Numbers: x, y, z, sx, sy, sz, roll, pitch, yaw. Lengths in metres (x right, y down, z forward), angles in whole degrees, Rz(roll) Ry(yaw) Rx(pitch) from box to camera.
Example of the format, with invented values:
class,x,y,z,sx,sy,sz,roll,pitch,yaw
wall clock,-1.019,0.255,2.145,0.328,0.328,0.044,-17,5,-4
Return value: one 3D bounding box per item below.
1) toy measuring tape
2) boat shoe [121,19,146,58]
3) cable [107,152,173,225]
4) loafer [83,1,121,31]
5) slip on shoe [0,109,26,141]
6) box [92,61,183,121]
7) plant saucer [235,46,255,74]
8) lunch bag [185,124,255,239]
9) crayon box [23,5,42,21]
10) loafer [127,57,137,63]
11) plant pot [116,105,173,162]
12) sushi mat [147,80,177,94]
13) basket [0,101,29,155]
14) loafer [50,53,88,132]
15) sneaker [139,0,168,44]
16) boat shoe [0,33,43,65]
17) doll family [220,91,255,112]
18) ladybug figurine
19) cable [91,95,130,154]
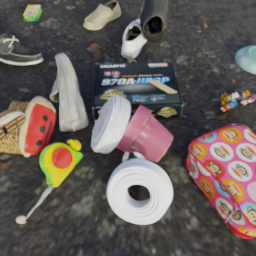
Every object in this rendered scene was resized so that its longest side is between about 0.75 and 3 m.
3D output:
class,x,y,z,sx,sy,sz,roll,pitch,yaw
toy measuring tape,-2.270,1.237,7.642,0.995,0.995,2.706,25,56,20
boat shoe,0.378,-4.144,12.197,1.002,0.890,2.724,8,51,7
cable,0.282,1.575,6.895,1.622,1.622,0.561,29,17,5
loafer,-1.260,-5.404,13.320,0.870,0.785,2.299,32,57,24
slip on shoe,-3.433,0.007,7.193,0.489,0.613,1.613,34,55,22
box,0.267,-1.352,9.964,2.995,0.689,2.381,-2,50,-1
plant saucer,5.434,-2.904,11.514,1.950,0.375,1.950,0,50,1
lunch bag,3.208,1.202,7.545,2.507,1.166,2.846,-21,53,-17
crayon box,-4.734,-5.690,13.872,0.628,0.308,1.057,1,50,1
loafer,0.187,-2.580,11.201,0.323,0.287,0.851,-36,51,10
plant pot,0.522,0.274,8.233,1.309,1.463,1.463,33,55,0
sushi mat,1.126,-1.352,9.196,0.461,0.058,0.964,-10,38,-45
basket,-3.682,-0.088,8.665,1.165,1.116,1.563,5,50,3
loafer,-2.160,-1.250,9.451,1.036,1.038,2.968,-16,65,-7
sneaker,0.875,-3.773,10.495,1.094,2.925,1.554,7,71,5
boat shoe,-4.837,-3.236,11.264,2.939,0.994,1.055,18,37,10
doll family,3.704,-1.021,9.677,1.384,0.859,0.624,-16,84,-14
ladybug figurine,-2.693,-0.022,8.447,0.690,1.302,1.919,8,71,7
cable,-0.517,-0.072,7.972,0.598,1.727,1.728,23,53,-16
